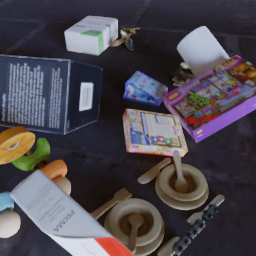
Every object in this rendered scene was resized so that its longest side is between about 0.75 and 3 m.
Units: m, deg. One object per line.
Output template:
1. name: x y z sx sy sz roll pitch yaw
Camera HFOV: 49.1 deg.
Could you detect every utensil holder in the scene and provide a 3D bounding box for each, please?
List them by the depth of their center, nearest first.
1. utensil holder: 2.571 -2.467 9.508 1.276 1.276 1.501 -28 82 -30

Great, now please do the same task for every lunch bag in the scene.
1. lunch bag: 0.661 -1.233 9.099 1.314 0.618 0.989 21 40 13

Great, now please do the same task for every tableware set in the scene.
1. tableware set: 0.641 1.471 5.706 2.601 0.521 1.719 -31 49 -32

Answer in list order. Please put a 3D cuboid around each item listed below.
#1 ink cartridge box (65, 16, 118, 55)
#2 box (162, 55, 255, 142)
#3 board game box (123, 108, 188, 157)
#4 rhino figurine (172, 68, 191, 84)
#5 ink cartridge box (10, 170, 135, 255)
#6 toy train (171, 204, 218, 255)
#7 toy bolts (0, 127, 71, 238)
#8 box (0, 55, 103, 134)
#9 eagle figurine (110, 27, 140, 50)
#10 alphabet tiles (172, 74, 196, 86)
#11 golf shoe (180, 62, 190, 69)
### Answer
1. ink cartridge box: -1.536 -4.131 12.367 1.560 0.900 2.135 14 41 17
2. box: 2.558 -0.918 7.964 2.660 0.520 1.820 -30 42 -2
3. board game box: 0.659 0.119 7.033 1.487 0.344 1.127 8 50 -17
4. rhino figurine: 1.809 -1.718 9.341 0.364 0.533 1.218 -39 7 5
5. ink cartridge box: -0.413 1.854 3.995 2.460 1.970 0.582 31 64 36
6. toy train: 1.215 1.845 5.106 1.181 0.271 0.201 -41 65 -17
7. toy bolts: -2.110 1.108 5.381 1.901 1.816 1.319 -38 74 -15
8. box: -2.277 -0.922 7.073 2.633 1.636 2.655 8 9 9
9. eagle figurine: -0.165 -3.884 12.309 0.979 0.973 1.290 -14 54 53
10. alphabet tiles: 2.003 -1.735 10.056 0.777 0.035 0.930 16 43 23
11. golf shoe: 2.453 -2.489 10.753 0.914 0.403 0.353 0 40 3
